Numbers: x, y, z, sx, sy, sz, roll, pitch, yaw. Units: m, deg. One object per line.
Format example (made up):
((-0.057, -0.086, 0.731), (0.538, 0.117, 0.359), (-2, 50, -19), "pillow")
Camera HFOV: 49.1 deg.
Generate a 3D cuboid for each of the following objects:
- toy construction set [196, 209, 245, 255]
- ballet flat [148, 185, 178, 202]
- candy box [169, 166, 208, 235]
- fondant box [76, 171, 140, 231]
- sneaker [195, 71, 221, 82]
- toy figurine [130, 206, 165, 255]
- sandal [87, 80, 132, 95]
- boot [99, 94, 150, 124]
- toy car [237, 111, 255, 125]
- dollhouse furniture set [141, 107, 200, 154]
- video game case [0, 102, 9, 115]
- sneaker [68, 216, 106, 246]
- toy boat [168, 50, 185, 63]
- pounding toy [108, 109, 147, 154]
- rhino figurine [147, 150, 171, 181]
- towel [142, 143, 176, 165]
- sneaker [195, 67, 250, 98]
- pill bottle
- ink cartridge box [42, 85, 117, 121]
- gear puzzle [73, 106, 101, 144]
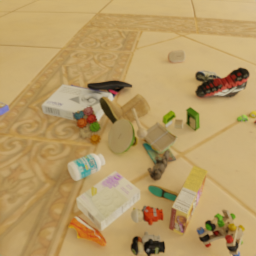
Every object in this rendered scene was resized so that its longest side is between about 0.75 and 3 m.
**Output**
((2.808, 2.922, 7.529), (1.202, 1.304, 1.564), (-28, 72, -29), "toy construction set")
((1.177, 2.144, 9.260), (1.079, 0.370, 0.340), (21, 19, 18), "ballet flat")
((1.852, 2.180, 8.559), (0.522, 1.079, 1.849), (20, 43, 24), "candy box")
((-0.617, 2.263, 8.924), (1.680, 0.489, 1.212), (-31, 48, -34), "fondant box")
((4.529, -2.710, 15.014), (0.759, 0.687, 1.783), (-28, 47, -36), "sneaker")
((0.468, 2.739, 7.564), (0.871, 1.232, 1.251), (-2, 80, -3), "toy figurine")
((-0.916, -1.971, 13.957), (2.525, 0.569, 0.948), (-11, 27, -36), "sandal")
((-0.133, -0.988, 12.382), (1.967, 1.723, 0.650), (-38, 11, -34), "boot")
((5.419, -0.441, 12.486), (1.071, 0.254, 1.138), (-1, 38, -1), "toy car")
((1.790, 0.205, 11.525), (2.519, 0.973, 1.259), (-36, 53, -15), "dollhouse furniture set")
((-6.505, -0.785, 12.850), (1.320, 0.331, 1.456), (22, 44, 25), "video game case")
((-1.160, 3.061, 8.074), (1.259, 0.459, 0.485), (26, 74, 26), "sneaker")
((2.940, -4.367, 17.201), (1.069, 0.698, 0.699), (-8, 9, -11), "toy boat")
((0.061, 0.279, 10.942), (0.801, 1.727, 1.333), (17, 43, -45), "pounding toy")
((1.179, 1.300, 10.014), (0.431, 0.630, 1.442), (7, 38, 33), "rhino figurine")
((1.196, 0.914, 10.894), (0.909, 0.135, 1.240), (-14, 41, -15), "towel")
((4.680, -1.953, 13.870), (2.644, 1.292, 0.934), (-20, 51, 11), "sneaker")
((-1.450, 1.333, 9.911), (1.228, 0.680, 0.680), (-22, 44, -28), "pill bottle")
((-2.229, -1.379, 13.418), (2.721, 0.553, 2.726), (12, 40, 14), "ink cartridge box")
((-1.668, -0.085, 11.651), (0.963, 0.243, 1.859), (-24, 62, -4), "gear puzzle")
